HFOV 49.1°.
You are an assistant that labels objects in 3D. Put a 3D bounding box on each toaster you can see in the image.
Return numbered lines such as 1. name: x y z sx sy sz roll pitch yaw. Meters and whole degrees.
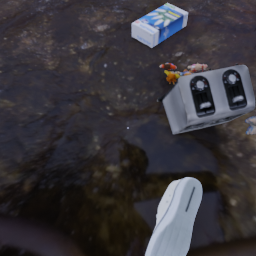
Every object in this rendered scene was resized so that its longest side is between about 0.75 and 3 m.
1. toaster: 1.998 -0.688 7.504 1.861 2.058 1.221 -11 81 -9

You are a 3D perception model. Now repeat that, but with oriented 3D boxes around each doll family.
1. doll family: 1.759 -1.744 9.032 1.499 0.676 0.931 4 15 13

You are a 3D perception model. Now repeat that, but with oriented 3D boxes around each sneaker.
1. sneaker: 0.920 2.074 5.985 0.793 0.769 2.172 38 65 -10

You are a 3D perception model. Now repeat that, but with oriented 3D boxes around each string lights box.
1. string lights box: 1.259 -4.079 11.086 1.097 0.630 2.136 37 60 26

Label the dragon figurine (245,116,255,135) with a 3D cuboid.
1. dragon figurine: 3.530 -0.180 6.568 1.591 0.468 0.791 -16 15 -17
